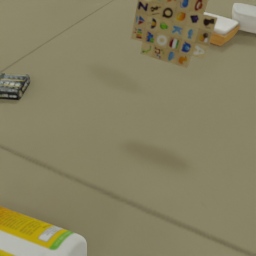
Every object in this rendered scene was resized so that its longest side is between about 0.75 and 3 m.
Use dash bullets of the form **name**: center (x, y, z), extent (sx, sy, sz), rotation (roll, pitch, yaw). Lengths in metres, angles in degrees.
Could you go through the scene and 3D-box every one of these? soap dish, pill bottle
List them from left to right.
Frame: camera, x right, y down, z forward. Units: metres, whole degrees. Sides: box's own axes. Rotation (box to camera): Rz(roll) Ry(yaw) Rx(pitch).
- **pill bottle**: center (-2.004, 2.002, 4.390), extent (2.426, 1.347, 1.347), rotation (14, 45, 14)
- **soap dish**: center (3.395, -3.970, 11.254), extent (1.690, 0.686, 1.330), rotation (31, 51, 28)

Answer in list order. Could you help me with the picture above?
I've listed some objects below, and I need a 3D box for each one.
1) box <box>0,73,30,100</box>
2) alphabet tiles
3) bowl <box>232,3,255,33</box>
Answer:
- **box**: center (-3.838, -1.311, 8.692), extent (1.270, 0.312, 1.024), rotation (3, 45, 3)
- **alphabet tiles**: center (0.946, -2.171, 6.128), extent (1.770, 1.473, 0.056), rotation (21, 34, 15)
- **bowl**: center (5.229, -4.493, 11.628), extent (1.927, 0.719, 1.924), rotation (15, 38, 9)
